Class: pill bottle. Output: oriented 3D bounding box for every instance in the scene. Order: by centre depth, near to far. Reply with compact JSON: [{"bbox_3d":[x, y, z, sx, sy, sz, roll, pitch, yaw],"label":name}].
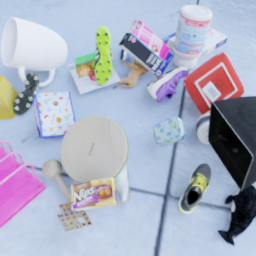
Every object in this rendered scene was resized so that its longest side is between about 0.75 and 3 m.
[{"bbox_3d":[2.630,-3.791,11.862,1.296,2.383,1.296,3,42,-2],"label":"pill bottle"}]

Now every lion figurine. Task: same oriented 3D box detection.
[{"bbox_3d":[0.218,-2.222,11.834,1.127,0.667,1.840,23,75,13],"label":"lion figurine"}]

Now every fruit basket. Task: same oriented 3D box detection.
[{"bbox_3d":[-1.461,-2.282,11.794,1.742,0.882,1.881,-21,61,-12],"label":"fruit basket"}]

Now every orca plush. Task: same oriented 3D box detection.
[{"bbox_3d":[3.136,2.241,7.809,1.924,0.684,1.012,-35,53,-23],"label":"orca plush"}]

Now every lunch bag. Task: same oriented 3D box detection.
[{"bbox_3d":[1.361,0.111,9.332,1.019,0.420,0.819,-26,58,31],"label":"lunch bag"},{"bbox_3d":[-2.586,-0.398,9.844,1.295,0.943,1.523,-10,75,-25],"label":"lunch bag"}]

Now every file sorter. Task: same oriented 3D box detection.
[{"bbox_3d":[-4.024,1.253,8.131,2.505,1.571,1.741,32,55,25],"label":"file sorter"}]

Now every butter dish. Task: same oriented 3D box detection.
[{"bbox_3d":[3.069,-1.628,10.702,1.902,1.907,1.410,-36,17,0],"label":"butter dish"}]

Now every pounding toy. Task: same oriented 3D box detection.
[{"bbox_3d":[-1.104,1.004,8.826,2.733,1.268,2.109,-46,70,0],"label":"pounding toy"}]

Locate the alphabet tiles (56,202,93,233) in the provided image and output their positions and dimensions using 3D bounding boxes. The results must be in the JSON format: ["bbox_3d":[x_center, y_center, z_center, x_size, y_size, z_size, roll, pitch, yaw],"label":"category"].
[{"bbox_3d":[-1.473,2.324,7.412,0.782,0.035,0.936,-3,32,-36],"label":"alphabet tiles"}]

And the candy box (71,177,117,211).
[{"bbox_3d":[-0.904,1.747,7.357,1.167,0.330,0.681,-11,64,11],"label":"candy box"}]

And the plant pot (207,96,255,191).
[{"bbox_3d":[3.119,0.220,6.940,1.544,1.740,1.736,-20,52,-4],"label":"plant pot"}]

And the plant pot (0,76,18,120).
[{"bbox_3d":[-5.052,-1.187,10.517,1.381,1.218,1.381,-4,49,-5],"label":"plant pot"}]

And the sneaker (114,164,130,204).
[{"bbox_3d":[-0.225,1.720,8.505,0.549,0.482,1.370,-9,42,0],"label":"sneaker"}]

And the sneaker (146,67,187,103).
[{"bbox_3d":[1.647,-1.729,11.323,2.366,0.987,0.954,-37,16,-36],"label":"sneaker"}]

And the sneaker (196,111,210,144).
[{"bbox_3d":[3.762,-0.365,9.501,2.978,1.168,1.183,-12,29,9],"label":"sneaker"}]

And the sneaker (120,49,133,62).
[{"bbox_3d":[-0.025,-3.557,13.157,0.552,0.542,1.432,19,48,-13],"label":"sneaker"}]

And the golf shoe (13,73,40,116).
[{"bbox_3d":[-3.846,-1.254,10.855,0.667,0.761,1.727,23,84,-4],"label":"golf shoe"}]

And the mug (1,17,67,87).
[{"bbox_3d":[-3.780,-2.950,11.537,2.244,2.559,1.889,3,-5,-41],"label":"mug"}]

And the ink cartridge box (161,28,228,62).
[{"bbox_3d":[3.193,-4.407,13.834,2.386,0.526,2.431,-34,58,-27],"label":"ink cartridge box"}]

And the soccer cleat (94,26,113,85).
[{"bbox_3d":[-0.949,-2.799,10.909,0.748,2.217,0.899,2,26,-2],"label":"soccer cleat"}]

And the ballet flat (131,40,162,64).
[{"bbox_3d":[1.022,-3.640,12.937,0.869,0.803,2.575,27,54,11],"label":"ballet flat"}]

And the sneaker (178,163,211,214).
[{"bbox_3d":[2.029,1.728,8.097,0.610,0.693,1.638,27,70,9],"label":"sneaker"}]

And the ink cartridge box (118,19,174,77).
[{"bbox_3d":[0.864,-3.091,11.272,1.186,2.504,0.464,-58,37,1],"label":"ink cartridge box"}]
